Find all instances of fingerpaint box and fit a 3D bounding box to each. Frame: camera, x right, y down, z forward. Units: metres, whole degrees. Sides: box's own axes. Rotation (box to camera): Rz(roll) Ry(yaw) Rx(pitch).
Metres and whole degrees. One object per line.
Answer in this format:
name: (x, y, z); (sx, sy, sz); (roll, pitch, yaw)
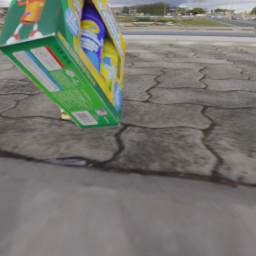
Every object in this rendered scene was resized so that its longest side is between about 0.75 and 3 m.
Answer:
fingerpaint box: (-0.936, -1.612, 5.424); (1.012, 2.760, 2.303); (-6, 62, 16)

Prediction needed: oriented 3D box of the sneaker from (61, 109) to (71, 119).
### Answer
sneaker: (-1.866, -0.865, 9.967); (0.594, 0.714, 1.585); (5, 24, 11)
